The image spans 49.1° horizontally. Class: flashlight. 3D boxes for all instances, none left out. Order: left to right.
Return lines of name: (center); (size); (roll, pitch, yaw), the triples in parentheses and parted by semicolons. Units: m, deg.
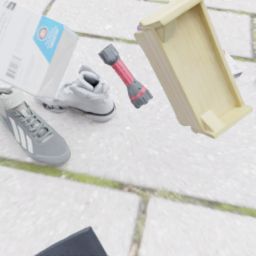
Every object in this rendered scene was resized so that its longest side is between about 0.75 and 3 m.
flashlight: (-0.071, -1.093, 5.990); (0.492, 0.491, 1.449); (-46, 107, -25)

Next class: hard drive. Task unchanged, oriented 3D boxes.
hard drive: (-1.643, 3.560, 5.844); (2.922, 0.618, 1.971); (-29, 62, -17)

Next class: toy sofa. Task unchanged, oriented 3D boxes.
toy sofa: (1.166, -1.065, 5.075); (0.984, 2.376, 1.160); (-35, 21, -11)

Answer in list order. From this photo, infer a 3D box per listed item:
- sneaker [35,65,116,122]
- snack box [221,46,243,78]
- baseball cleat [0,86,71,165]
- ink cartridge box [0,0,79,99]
sneaker: (-1.670, -1.157, 8.303); (2.698, 1.551, 1.014); (16, 59, 10)
snack box: (2.957, -2.679, 10.015); (0.909, 0.308, 2.530); (-19, 60, -12)
baseball cleat: (-2.781, -0.137, 7.652); (2.921, 1.554, 1.018); (33, 54, 17)
ink cartridge box: (-2.124, -1.525, 4.873); (2.168, 0.723, 1.256); (26, 98, 7)
